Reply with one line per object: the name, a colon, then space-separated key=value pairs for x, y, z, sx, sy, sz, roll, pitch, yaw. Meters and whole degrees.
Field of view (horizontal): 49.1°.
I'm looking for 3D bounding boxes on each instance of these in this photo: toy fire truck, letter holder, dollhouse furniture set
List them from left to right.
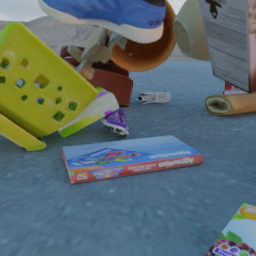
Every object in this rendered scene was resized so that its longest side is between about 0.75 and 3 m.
dollhouse furniture set: x=-1.036 y=-3.107 z=8.399 sx=2.393 sy=1.695 sz=2.605 roll=-32 pitch=32 yaw=37
letter holder: x=-1.310 y=-2.161 z=11.435 sx=2.859 sy=2.032 sz=1.438 roll=6 pitch=12 yaw=-25
toy fire truck: x=5.583 y=-1.823 z=13.324 sx=2.021 sy=1.133 sz=1.697 roll=5 pitch=41 yaw=17

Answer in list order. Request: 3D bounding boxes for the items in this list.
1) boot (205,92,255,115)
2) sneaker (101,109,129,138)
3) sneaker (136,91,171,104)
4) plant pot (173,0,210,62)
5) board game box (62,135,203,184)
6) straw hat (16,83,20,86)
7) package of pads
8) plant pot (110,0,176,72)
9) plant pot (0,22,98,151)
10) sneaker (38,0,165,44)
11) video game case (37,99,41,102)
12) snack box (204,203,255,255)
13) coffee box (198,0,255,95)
boot: x=4.726 y=-0.866 z=10.078 sx=2.905 sy=0.961 sz=2.544 roll=-5 pitch=4 yaw=-22
sneaker: x=-0.327 y=-0.213 z=7.859 sx=0.630 sy=0.652 sz=1.562 roll=37 pitch=1 yaw=-25
sneaker: x=1.067 y=-1.294 z=12.123 sx=1.485 sy=0.558 sz=0.854 roll=8 pitch=18 yaw=41
plant pot: x=2.424 y=-3.114 z=8.709 sx=1.716 sy=2.556 sz=2.556 roll=-25 pitch=20 yaw=-4
board game box: x=0.041 y=0.603 z=6.122 sx=2.771 sy=0.270 sz=1.427 roll=-5 pitch=16 yaw=-18
straw hat: x=-4.704 y=-1.266 z=11.072 sx=2.543 sy=1.076 sz=2.543 roll=1 pitch=16 yaw=0
package of pads: x=-1.358 y=-0.540 z=8.375 sx=1.836 sy=0.626 sz=1.419 roll=-28 pitch=23 yaw=-12
plant pot: x=0.576 y=-3.556 z=10.616 sx=2.763 sy=2.763 sz=1.934 roll=4 pitch=14 yaw=14
plant pot: x=-2.622 y=-0.946 z=7.075 sx=2.447 sy=2.231 sz=2.459 roll=41 pitch=-7 yaw=-31
sneaker: x=-0.567 y=-2.760 z=5.379 sx=2.779 sy=1.546 sz=1.067 roll=23 pitch=49 yaw=16
video game case: x=-2.902 y=-0.971 z=10.420 sx=1.956 sy=0.444 sz=1.773 roll=10 pitch=13 yaw=-16
snack box: x=1.814 y=1.490 z=2.716 sx=1.829 sy=0.485 sz=1.301 roll=13 pitch=21 yaw=37
coffee box: x=2.465 y=-2.252 z=5.664 sx=1.129 sy=1.619 sz=2.831 roll=38 pitch=-7 yaw=36
